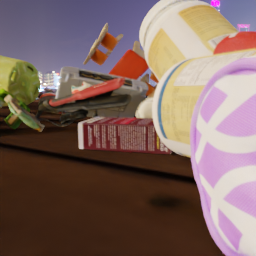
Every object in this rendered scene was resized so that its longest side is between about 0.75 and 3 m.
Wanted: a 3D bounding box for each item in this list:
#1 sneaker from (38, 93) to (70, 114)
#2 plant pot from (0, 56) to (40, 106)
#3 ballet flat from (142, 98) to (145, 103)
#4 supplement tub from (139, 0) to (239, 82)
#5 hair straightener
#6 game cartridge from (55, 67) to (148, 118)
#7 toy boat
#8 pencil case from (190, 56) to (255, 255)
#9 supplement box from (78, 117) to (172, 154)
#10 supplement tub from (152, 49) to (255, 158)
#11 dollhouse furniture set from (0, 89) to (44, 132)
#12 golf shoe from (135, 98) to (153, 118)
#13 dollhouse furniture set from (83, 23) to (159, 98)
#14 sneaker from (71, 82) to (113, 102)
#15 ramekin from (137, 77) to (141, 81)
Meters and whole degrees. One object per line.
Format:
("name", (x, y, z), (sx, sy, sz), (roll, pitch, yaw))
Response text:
("sneaker", (-2.589, -0.884, 11.880), (2.525, 0.973, 1.034), (-1, 33, 3))
("plant pot", (-5.065, -1.892, 11.394), (2.429, 2.642, 2.642), (8, 9, 23))
("ballet flat", (0.227, -1.096, 10.182), (1.479, 0.506, 0.503), (22, -25, -4))
("supplement tub", (1.671, -1.605, 6.664), (2.101, 2.101, 2.905), (-5, 52, -33))
("hair straightener", (-1.100, -0.383, 6.652), (2.577, 0.992, 0.527), (-15, 32, 17))
("game cartridge", (-0.882, -0.955, 8.637), (2.577, 0.521, 1.718), (9, -39, -17))
("toy boat", (2.228, -1.203, 4.304), (1.983, 1.296, 1.294), (-2, 5, -31))
("pencil case", (1.652, 0.100, 1.587), (2.622, 1.100, 1.121), (-3, -26, -13))
("supplement box", (0.027, 0.092, 4.499), (1.451, 0.442, 0.790), (2, 10, 17))
("supplement tub", (1.271, -0.183, 3.127), (1.329, 1.329, 1.837), (-4, 9, -29))
("dollhouse furniture set", (-2.581, -0.241, 6.372), (1.223, 0.614, 0.801), (38, -4, 37))
("golf shoe", (0.696, -0.388, 5.144), (1.228, 0.481, 0.597), (-28, 17, -31))
("dollhouse furniture set", (-0.302, -1.645, 9.648), (2.736, 1.410, 2.707), (32, -38, -15))
("sneaker", (-0.950, -1.014, 7.404), (1.151, 0.538, 0.405), (-16, -22, -29))
("ramekin", (0.191, -1.321, 11.308), (0.808, 1.736, 1.736), (25, 8, 1))
